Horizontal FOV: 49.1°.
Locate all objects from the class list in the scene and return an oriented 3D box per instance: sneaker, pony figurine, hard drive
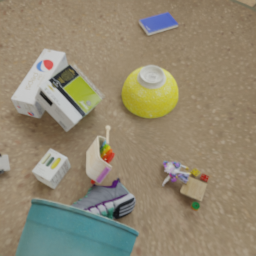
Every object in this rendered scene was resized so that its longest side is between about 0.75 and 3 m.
[{"bbox_3d":[-1.271,2.493,8.743,2.922,1.087,1.279,-13,42,-28],"label":"sneaker"},{"bbox_3d":[1.582,1.540,9.589,1.046,0.871,1.010,19,28,14],"label":"pony figurine"},{"bbox_3d":[1.556,-5.374,14.417,1.687,0.214,1.113,-20,59,-13],"label":"hard drive"}]

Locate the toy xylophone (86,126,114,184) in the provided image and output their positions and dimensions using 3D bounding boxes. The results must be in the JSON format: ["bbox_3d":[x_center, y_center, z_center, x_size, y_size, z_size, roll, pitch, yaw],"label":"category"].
[{"bbox_3d":[-0.890,0.840,9.281,0.511,1.490,2.035,30,26,-19],"label":"toy xylophone"}]

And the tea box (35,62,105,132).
[{"bbox_3d":[-2.194,-1.155,10.576,1.790,1.196,1.761,48,60,-6],"label":"tea box"}]

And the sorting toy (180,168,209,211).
[{"bbox_3d":[2.202,2.055,9.458,0.737,0.259,1.530,22,49,14],"label":"sorting toy"}]

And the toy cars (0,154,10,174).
[{"bbox_3d":[-5.199,1.829,9.267,1.241,0.613,2.767,45,58,-14],"label":"toy cars"}]

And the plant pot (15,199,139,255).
[{"bbox_3d":[-1.512,3.634,7.029,2.999,2.999,2.818,13,66,8],"label":"plant pot"}]

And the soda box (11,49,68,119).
[{"bbox_3d":[-3.578,-1.919,11.700,1.021,0.954,2.998,14,57,9],"label":"soda box"}]

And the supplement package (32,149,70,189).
[{"bbox_3d":[-2.611,1.411,9.633,0.747,0.741,0.984,25,60,16],"label":"supplement package"}]

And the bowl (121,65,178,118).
[{"bbox_3d":[0.924,-1.730,11.375,2.423,1.304,2.423,0,57,-1],"label":"bowl"}]
